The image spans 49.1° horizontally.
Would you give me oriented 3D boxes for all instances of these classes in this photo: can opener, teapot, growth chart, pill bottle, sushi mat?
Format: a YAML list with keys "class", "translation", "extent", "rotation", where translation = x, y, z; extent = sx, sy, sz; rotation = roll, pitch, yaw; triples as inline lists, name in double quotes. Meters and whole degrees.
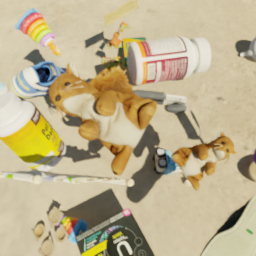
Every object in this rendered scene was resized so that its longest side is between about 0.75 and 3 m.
- class: "can opener"
  translation: [1.295, -1.076, 11.541]
  extent: [2.236, 0.597, 0.748]
  rotation: [7, 55, 6]
- class: "teapot"
  translation: [6.282, -3.755, 13.092]
  extent: [1.439, 1.051, 1.420]
  rotation: [21, 98, -13]
- class: "growth chart"
  translation: [-1.370, 1.186, 6.626]
  extent: [1.981, 2.738, 0.243]
  rotation: [-5, 78, 46]
- class: "pill bottle"
  translation: [1.224, -2.086, 8.581]
  extent: [2.334, 1.279, 1.279]
  rotation: [-10, 56, -11]
- class: "sushi mat"
  translation: [-0.265, -4.067, 9.871]
  extent: [1.400, 0.085, 0.670]
  rotation: [-24, 50, 18]
- class: "pill bottle"
  translation: [-2.887, 0.140, 7.991]
  extent: [1.267, 2.319, 1.267]
  rotation: [-18, 40, 16]

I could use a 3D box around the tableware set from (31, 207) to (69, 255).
- class: "tableware set"
  translation: [-2.382, 3.217, 8.581]
  extent: [1.367, 0.159, 1.142]
  rotation: [-47, 55, 5]

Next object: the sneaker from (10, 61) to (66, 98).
- class: "sneaker"
  translation: [-2.601, -1.686, 9.503]
  extent: [0.976, 1.085, 2.639]
  rotation: [59, 33, 1]

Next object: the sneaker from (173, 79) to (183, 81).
- class: "sneaker"
  translation: [2.271, -2.911, 12.786]
  extent: [0.993, 0.694, 1.997]
  rotation: [8, 61, 0]

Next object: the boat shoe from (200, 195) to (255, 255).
- class: "boat shoe"
  translation: [2.185, 2.194, 5.621]
  extent: [0.743, 0.699, 2.069]
  rotation: [43, 82, 15]

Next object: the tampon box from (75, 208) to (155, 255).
- class: "tampon box"
  translation: [-0.177, 3.802, 7.707]
  extent: [1.728, 1.456, 2.306]
  rotation: [-25, 59, -16]

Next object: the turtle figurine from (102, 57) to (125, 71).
- class: "turtle figurine"
  translation: [-0.604, -2.887, 12.829]
  extent: [1.501, 0.483, 1.210]
  rotation: [14, 57, 9]

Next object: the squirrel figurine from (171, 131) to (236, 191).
- class: "squirrel figurine"
  translation: [1.911, 0.643, 6.932]
  extent: [1.362, 1.459, 1.032]
  rotation: [-36, 88, 11]

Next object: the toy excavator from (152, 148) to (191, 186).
- class: "toy excavator"
  translation: [1.630, 1.388, 9.897]
  extent: [1.348, 0.673, 1.311]
  rotation: [2, 57, -9]

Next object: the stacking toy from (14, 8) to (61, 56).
- class: "stacking toy"
  translation: [-2.409, -2.601, 7.957]
  extent: [0.768, 0.813, 1.400]
  rotation: [-42, 90, 12]

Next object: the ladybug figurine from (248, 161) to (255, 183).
- class: "ladybug figurine"
  translation: [4.908, 1.546, 9.778]
  extent: [1.530, 0.550, 1.038]
  rotation: [-7, 56, -5]

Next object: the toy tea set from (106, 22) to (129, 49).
- class: "toy tea set"
  translation: [-0.306, -3.665, 11.241]
  extent: [0.490, 0.787, 1.324]
  rotation: [35, 87, -20]

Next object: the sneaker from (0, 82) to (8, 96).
- class: "sneaker"
  translation: [-6.344, -1.943, 11.888]
  extent: [2.402, 0.984, 0.888]
  rotation: [10, 58, 7]

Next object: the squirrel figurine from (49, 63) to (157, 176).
- class: "squirrel figurine"
  translation: [-0.778, -0.636, 8.055]
  extent: [2.777, 2.106, 2.975]
  rotation: [27, 27, -1]

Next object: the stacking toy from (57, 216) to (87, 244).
- class: "stacking toy"
  translation: [-1.980, 3.031, 8.798]
  extent: [1.251, 0.687, 0.726]
  rotation: [18, 66, 25]

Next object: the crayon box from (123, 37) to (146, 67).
- class: "crayon box"
  translation: [0.350, -3.538, 12.989]
  extent: [1.125, 0.552, 1.894]
  rotation: [-4, 42, -2]

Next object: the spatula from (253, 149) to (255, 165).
- class: "spatula"
  translation: [3.874, 0.395, 7.866]
  extent: [0.172, 1.670, 0.472]
  rotation: [5, 26, -12]
